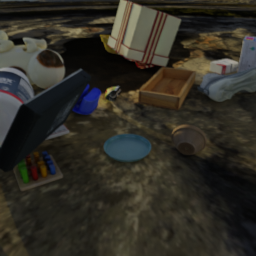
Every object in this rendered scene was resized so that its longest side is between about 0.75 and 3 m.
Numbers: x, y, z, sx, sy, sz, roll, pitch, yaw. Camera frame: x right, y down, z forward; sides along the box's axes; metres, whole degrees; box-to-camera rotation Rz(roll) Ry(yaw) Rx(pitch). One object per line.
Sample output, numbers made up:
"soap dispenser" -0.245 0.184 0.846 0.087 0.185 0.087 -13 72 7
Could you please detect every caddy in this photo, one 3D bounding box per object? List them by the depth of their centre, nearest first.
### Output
"caddy" -1.513 -0.949 9.527 0.962 0.714 1.361 28 32 1

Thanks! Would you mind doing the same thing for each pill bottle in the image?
"pill bottle" -3.620 -0.732 8.128 1.664 1.664 2.783 -7 30 -11

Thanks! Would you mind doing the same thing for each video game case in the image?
"video game case" -2.426 -0.026 8.459 0.885 0.108 1.237 -18 34 -27

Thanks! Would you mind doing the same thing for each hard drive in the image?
"hard drive" -1.861 -0.269 6.464 0.418 1.773 2.541 37 30 -3

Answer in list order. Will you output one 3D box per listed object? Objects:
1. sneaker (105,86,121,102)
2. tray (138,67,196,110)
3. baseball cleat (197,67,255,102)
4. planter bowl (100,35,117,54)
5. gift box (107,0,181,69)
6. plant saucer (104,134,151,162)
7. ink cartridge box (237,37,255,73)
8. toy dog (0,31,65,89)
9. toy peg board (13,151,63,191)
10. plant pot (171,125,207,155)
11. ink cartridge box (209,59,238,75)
"sneaker" -0.651 -1.249 10.399 0.483 0.418 1.070 3 23 22
"tray" 1.596 -1.608 10.838 1.472 0.553 2.985 12 32 19
"baseball cleat" 3.994 -1.866 10.774 2.992 1.043 1.592 -17 34 -28
"planter bowl" -0.681 -4.638 15.781 1.939 0.808 1.939 9 24 -4
"gift box" 0.451 -4.521 13.685 2.880 2.689 2.658 5 26 -26
"plant saucer" -0.018 0.544 7.393 1.246 0.171 1.246 -1 30 0
"ink cartridge box" 6.191 -3.079 12.360 2.308 1.574 0.881 15 36 24
"toy dog" -3.910 -2.448 10.854 2.958 2.064 2.868 7 31 8
"toy peg board" -2.144 0.870 6.512 0.947 0.465 0.951 -16 33 -25
"plant pot" 1.486 0.382 7.003 0.886 0.886 0.409 11 43 19
"ink cartridge box" 4.498 -2.875 13.160 1.060 0.439 0.778 -15 33 -25
